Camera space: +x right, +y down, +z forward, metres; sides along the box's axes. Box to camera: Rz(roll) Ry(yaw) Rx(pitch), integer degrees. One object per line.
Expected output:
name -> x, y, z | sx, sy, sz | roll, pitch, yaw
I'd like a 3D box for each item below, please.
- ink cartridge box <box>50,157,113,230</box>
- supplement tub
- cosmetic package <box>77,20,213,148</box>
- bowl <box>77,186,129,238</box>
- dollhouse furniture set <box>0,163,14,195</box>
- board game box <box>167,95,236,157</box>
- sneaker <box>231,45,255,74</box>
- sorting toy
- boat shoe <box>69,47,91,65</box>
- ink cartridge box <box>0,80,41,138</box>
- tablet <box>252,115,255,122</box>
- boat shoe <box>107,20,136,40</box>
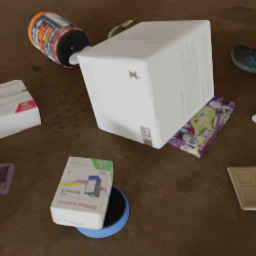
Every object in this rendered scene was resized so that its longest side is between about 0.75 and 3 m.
ink cartridge box -> -0.906, 1.315, 5.854 | 0.989, 0.595, 1.360 | 7, 43, 5
supplement tub -> -2.928, -3.636, 11.164 | 1.602, 1.602, 2.997 | -28, 47, -28
cosmetic package -> 0.610, -1.356, 7.628 | 2.300, 2.297, 2.787 | 17, 43, 40
bowl -> -0.592, 1.721, 6.018 | 1.226, 0.241, 1.226 | 0, 41, 0
dollhouse furniture set -> -3.950, 1.009, 5.685 | 2.456, 1.743, 1.946 | -4, 41, -4
board game box -> 1.991, -0.290, 8.271 | 1.520, 0.409, 2.533 | 22, 45, 29
sneaker -> 4.881, -2.495, 10.166 | 1.049, 1.174, 2.866 | -13, 42, -14
sorting toy -> 3.303, 1.388, 6.445 | 1.750, 0.234, 1.304 | 0, 37, 0
boat shoe -> -1.436, -2.176, 8.728 | 0.344, 0.339, 0.955 | 35, 55, 18
ink cartridge box -> -3.497, -0.624, 8.358 | 1.225, 0.703, 1.687 | -22, 45, -23
tablet -> 4.700, 0.133, 7.931 | 1.335, 0.140, 2.052 | -15, 43, -16
boat shoe -> -0.379, -4.346, 12.694 | 0.697, 0.758, 2.122 | 14, 41, 30
